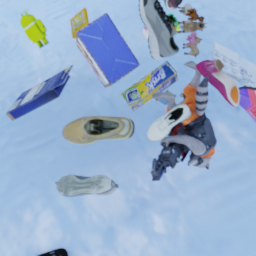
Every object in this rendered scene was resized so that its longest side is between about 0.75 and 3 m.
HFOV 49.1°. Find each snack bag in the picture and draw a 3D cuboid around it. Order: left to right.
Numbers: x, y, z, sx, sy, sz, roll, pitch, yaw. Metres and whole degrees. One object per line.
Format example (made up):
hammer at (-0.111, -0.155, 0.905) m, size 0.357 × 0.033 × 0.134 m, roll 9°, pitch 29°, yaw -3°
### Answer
snack bag at (3.599, -1.989, 9.154) m, size 1.958 × 0.210 × 1.846 m, roll 27°, pitch 42°, yaw -4°

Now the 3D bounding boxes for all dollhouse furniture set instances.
dollhouse furniture set at (1.450, -0.843, 9.391) m, size 0.932 × 0.608 × 0.880 m, roll 35°, pitch 48°, yaw 21°

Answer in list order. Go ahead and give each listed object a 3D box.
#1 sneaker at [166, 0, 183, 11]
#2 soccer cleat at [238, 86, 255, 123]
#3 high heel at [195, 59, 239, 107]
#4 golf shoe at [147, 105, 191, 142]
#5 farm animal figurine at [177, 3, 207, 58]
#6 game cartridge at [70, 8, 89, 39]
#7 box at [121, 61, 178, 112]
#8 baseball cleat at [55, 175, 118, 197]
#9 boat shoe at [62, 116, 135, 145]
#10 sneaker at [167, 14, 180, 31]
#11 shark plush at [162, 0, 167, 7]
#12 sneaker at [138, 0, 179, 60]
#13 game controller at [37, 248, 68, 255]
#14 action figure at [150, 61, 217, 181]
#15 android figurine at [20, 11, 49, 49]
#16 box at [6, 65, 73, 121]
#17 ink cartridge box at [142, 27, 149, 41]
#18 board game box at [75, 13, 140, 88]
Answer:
sneaker at (1.806, -5.084, 10.660) m, size 0.662 × 1.146 × 0.434 m, roll 5°, pitch 12°, yaw 28°
soccer cleat at (3.951, -0.333, 8.059) m, size 2.371 × 0.809 × 0.868 m, roll 32°, pitch 61°, yaw -15°
high heel at (1.999, -0.970, 6.249) m, size 0.427 × 1.269 × 0.609 m, roll -51°, pitch 26°, yaw -17°
golf shoe at (0.792, -0.123, 5.894) m, size 1.095 × 0.532 × 0.429 m, roll -42°, pitch 76°, yaw 14°
farm animal figurine at (1.864, -2.784, 7.998) m, size 0.663 × 1.271 × 1.257 m, roll -6°, pitch 36°, yaw -9°
game cartridge at (-1.856, -3.953, 10.652) m, size 0.858 × 0.158 × 0.973 m, roll -26°, pitch 62°, yaw 30°
box at (0.546, -1.034, 7.043) m, size 1.418 × 0.497 × 0.456 m, roll -36°, pitch 73°, yaw 1°
baseball cleat at (-0.998, 1.483, 6.874) m, size 1.640 × 0.873 × 0.572 m, roll -6°, pitch 63°, yaw 34°
boat shoe at (-1.000, -0.009, 7.633) m, size 2.280 × 0.868 × 0.817 m, roll -9°, pitch 80°, yaw 27°
sneaker at (2.150, -5.767, 14.839) m, size 0.676 × 0.763 × 1.825 m, roll -29°, pitch 57°, yaw -20°
shark plush at (1.418, -5.606, 11.055) m, size 0.638 × 1.532 × 0.696 m, roll -33°, pitch 45°, yaw 1°
sneaker at (1.020, -3.404, 8.948) m, size 0.986 × 2.486 × 0.919 m, roll 0°, pitch 42°, yaw 29°
game controller at (-2.360, 3.829, 7.567) m, size 1.538 × 0.324 × 0.802 m, roll -14°, pitch 53°, yaw -12°
action figure at (1.449, 0.098, 6.699) m, size 1.391 × 2.572 × 2.659 m, roll -1°, pitch 38°, yaw 34°
android figurine at (-3.342, -3.478, 9.919) m, size 1.168 × 1.283 × 0.264 m, roll -8°, pitch 32°, yaw 47°
box at (-2.684, -1.127, 8.877) m, size 2.287 × 0.371 × 1.386 m, roll -24°, pitch 30°, yaw 20°
ink cartridge box at (1.363, -4.927, 14.388) m, size 1.037 × 0.440 × 0.755 m, roll -17°, pitch 54°, yaw -15°
board game box at (-0.670, -2.155, 8.288) m, size 0.993 × 2.050 × 1.634 m, roll -35°, pitch 101°, yaw -4°
